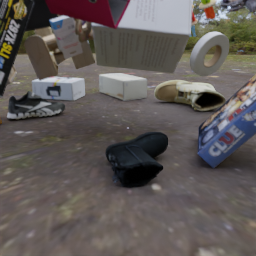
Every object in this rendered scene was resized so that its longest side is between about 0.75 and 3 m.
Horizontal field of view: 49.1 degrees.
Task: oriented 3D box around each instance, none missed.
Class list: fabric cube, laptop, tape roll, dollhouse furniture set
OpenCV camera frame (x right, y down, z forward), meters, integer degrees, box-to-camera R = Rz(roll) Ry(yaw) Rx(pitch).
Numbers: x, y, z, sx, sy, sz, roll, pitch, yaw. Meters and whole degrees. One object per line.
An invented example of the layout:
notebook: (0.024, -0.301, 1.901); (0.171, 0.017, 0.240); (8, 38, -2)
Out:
fabric cube: (-0.559, -2.288, 3.914); (1.146, 1.150, 1.128); (19, -18, 14)
laptop: (-2.500, -3.202, 6.316); (1.626, 1.737, 1.007); (-25, 65, -33)
tape roll: (2.581, -2.309, 8.855); (1.426, 1.426, 0.261); (-11, 41, -31)
dollhouse furniture set: (-2.654, -2.573, 7.768); (2.953, 1.922, 2.713); (-19, 29, -3)

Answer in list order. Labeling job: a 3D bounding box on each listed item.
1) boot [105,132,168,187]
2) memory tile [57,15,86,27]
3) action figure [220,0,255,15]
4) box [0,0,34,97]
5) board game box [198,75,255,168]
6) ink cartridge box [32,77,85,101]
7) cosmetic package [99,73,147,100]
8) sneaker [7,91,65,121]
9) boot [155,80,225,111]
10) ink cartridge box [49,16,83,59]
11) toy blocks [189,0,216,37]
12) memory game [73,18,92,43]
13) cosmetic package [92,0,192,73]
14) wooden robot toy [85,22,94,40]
boot: (0.305, 0.566, 5.378); (1.468, 0.543, 1.203); (-13, 18, -15)
memory tile: (-2.625, -4.483, 10.305); (2.593, 0.218, 1.987); (37, 19, -15)
action figure: (2.797, -3.444, 6.772); (1.270, 1.952, 0.677); (-13, -26, 8)
box: (-2.826, -1.840, 5.103); (0.525, 2.129, 1.700); (12, -7, 32)
board game box: (2.574, -0.501, 5.807); (0.462, 2.668, 1.807); (43, 22, -1)
ink cartridge box: (-2.949, -1.722, 12.089); (1.835, 0.760, 1.338); (4, 18, 13)
cosmetic package: (-0.276, -1.870, 12.434); (1.222, 0.825, 2.322); (-10, 20, -27)
sneaker: (-2.943, -0.776, 9.036); (1.858, 0.841, 0.617); (-9, 21, -27)
boot: (2.216, -1.196, 10.396); (2.373, 0.855, 1.835); (1, 20, 1)
ink cartridge box: (-1.362, -2.017, 6.212); (0.478, 0.830, 0.282); (-25, 38, -18)
toy blocks: (2.345, -3.867, 9.405); (1.300, 1.559, 0.566); (2, 46, 35)
memory game: (-0.917, -2.652, 6.044); (0.102, 1.598, 1.598); (9, 19, 4)
cosmetic package: (0.292, -2.466, 6.541); (2.013, 1.674, 1.684); (6, -17, -2)
wooden robot toy: (-1.087, -3.161, 8.993); (0.682, 0.663, 1.504); (-34, 77, -35)
